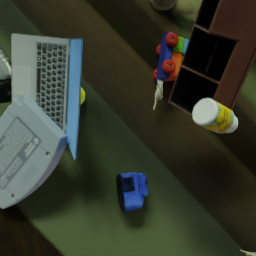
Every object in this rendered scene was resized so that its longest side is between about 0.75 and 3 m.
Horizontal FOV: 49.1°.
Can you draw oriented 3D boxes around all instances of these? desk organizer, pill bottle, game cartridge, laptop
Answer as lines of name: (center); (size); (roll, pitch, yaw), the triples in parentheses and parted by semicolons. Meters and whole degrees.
desk organizer: (1.935, -1.562, 6.111); (1.137, 1.059, 2.954); (9, 117, -12)
pill bottle: (1.723, -0.190, 5.432); (0.931, 0.525, 0.525); (19, 79, -39)
game cartridge: (-2.954, 0.754, 7.550); (1.928, 0.585, 2.892); (46, 109, 10)
laptop: (-2.177, -0.924, 7.030); (2.878, 1.668, 2.694); (10, 105, 14)

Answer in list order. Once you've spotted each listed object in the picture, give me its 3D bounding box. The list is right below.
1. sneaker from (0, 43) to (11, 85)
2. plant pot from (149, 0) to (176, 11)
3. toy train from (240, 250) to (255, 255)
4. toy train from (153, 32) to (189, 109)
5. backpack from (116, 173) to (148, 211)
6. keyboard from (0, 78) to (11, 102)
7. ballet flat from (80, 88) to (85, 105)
sneaker: (-4.135, -2.027, 8.448); (0.962, 0.625, 1.666); (-30, 83, -2)
plant pot: (1.116, -4.287, 8.713); (0.901, 0.782, 0.901); (0, 80, 0)
toy train: (3.601, 3.791, 7.606); (1.311, 0.555, 0.759); (12, 95, 2)
toy train: (1.490, -1.539, 8.270); (1.338, 0.978, 2.312); (10, 81, -12)
backpack: (0.121, 1.749, 7.740); (0.853, 0.826, 1.016); (-4, 80, -4)
keyboard: (-3.529, -1.183, 8.391); (1.176, 0.121, 0.747); (-7, 120, -3)
ballet flat: (-2.243, -1.811, 8.237); (0.927, 0.930, 2.775); (-38, 83, -9)
